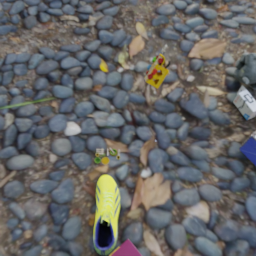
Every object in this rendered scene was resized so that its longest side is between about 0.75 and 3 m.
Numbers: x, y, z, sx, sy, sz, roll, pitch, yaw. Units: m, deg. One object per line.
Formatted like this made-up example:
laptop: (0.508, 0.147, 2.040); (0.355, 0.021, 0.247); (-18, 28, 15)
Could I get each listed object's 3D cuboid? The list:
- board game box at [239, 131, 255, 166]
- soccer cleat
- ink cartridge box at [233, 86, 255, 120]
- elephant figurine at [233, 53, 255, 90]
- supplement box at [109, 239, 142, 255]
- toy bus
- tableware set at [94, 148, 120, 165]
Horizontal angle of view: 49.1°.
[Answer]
board game box: (6.234, 0.596, 10.823); (2.778, 1.345, 2.215); (-34, 69, -15)
soccer cleat: (-0.744, 2.954, 9.802); (0.897, 1.161, 2.775); (0, 64, 0)
ink cartridge box: (4.977, -1.076, 11.961); (0.440, 0.753, 1.298); (-23, 66, -11)
elephant figurine: (5.933, -2.417, 12.346); (2.159, 1.528, 1.675); (16, 94, -9)
supplement box: (-0.161, 4.352, 8.660); (1.325, 2.025, 1.045); (-37, 70, -17)
toy bus: (1.130, -2.031, 9.873); (0.671, 1.298, 1.225); (29, 64, -13)
tableware set: (-0.826, 1.136, 11.236); (1.019, 0.156, 0.686); (1, 65, 0)
